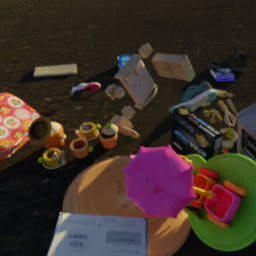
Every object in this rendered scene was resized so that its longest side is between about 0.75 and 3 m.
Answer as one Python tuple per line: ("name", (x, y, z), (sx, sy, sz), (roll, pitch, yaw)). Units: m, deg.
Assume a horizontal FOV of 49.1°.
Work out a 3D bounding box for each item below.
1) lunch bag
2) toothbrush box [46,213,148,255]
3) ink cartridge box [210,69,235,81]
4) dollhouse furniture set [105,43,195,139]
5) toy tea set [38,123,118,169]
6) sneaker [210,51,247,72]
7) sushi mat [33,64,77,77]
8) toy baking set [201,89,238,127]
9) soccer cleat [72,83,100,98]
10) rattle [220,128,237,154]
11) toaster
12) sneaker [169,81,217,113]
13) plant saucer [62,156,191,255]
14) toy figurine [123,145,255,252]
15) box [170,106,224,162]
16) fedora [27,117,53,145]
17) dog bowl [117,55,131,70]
("lunch bag", (-3.678, -0.139, 8.010), (1.739, 0.809, 1.974), (38, 40, -2))
("toothbrush box", (-0.404, 2.300, 4.481), (1.385, 1.891, 0.807), (3, 36, 3))
("ink cartridge box", (4.035, -2.257, 11.901), (0.833, 0.182, 0.841), (-3, 38, -5))
("dollhouse furniture set", (0.555, -1.215, 8.495), (1.269, 1.486, 2.868), (20, 66, 44))
("toy tea set", (-1.473, 0.201, 7.943), (2.337, 0.865, 1.390), (-17, 40, -13))
("sneaker", (4.445, -2.993, 12.303), (1.553, 0.889, 0.594), (9, 36, 16))
("sushi mat", (-3.179, -2.530, 12.319), (1.831, 0.111, 0.876), (-7, 37, -8))
("toy baking set", (2.929, -0.635, 8.789), (0.180, 1.190, 1.551), (-32, 30, -32))
("soccer cleat", (-1.574, -1.500, 10.321), (1.105, 0.386, 0.477), (-16, 49, 9))
("rattle", (2.898, 0.497, 8.214), (0.578, 0.634, 0.888), (4, 60, 14))
("toaster", (3.505, 0.662, 6.456), (1.287, 1.962, 2.169), (-24, 43, -3))
("sneaker", (1.962, -0.936, 8.772), (1.518, 0.589, 0.693), (-24, 56, 14))
("plant saucer", (-0.005, 1.677, 6.482), (3.001, 0.484, 3.001), (0, 37, 0))
("toy figurine", (0.843, 0.892, 4.924), (2.184, 1.782, 2.373), (23, 6, -31))
("box", (1.809, 0.302, 7.625), (0.367, 1.267, 1.594), (-23, 43, -22))
("fedora", (-2.314, 0.105, 7.545), (0.844, 0.344, 0.844), (-9, 69, 24))
("dog bowl", (-0.064, -2.812, 12.492), (0.781, 0.347, 1.401), (-3, 37, -4))
